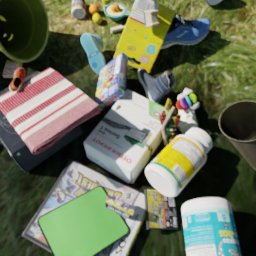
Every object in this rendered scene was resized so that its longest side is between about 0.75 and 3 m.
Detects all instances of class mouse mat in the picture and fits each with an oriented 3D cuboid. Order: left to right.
[{"bbox_3d":[-1.203,2.660,7.631,2.068,0.078,1.664,-24,61,-26],"label":"mouse mat"}]

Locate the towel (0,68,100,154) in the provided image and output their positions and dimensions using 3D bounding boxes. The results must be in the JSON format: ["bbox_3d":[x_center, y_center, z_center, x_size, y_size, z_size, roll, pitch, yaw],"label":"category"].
[{"bbox_3d":[-2.412,-0.638,8.090,2.103,0.332,2.920,-36,49,-19],"label":"towel"}]

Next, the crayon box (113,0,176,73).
[{"bbox_3d":[0.581,-3.584,10.863,1.585,0.634,2.496,23,103,-6],"label":"crayon box"}]

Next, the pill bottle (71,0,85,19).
[{"bbox_3d":[-2.259,-5.550,12.784,0.628,0.628,1.080,-3,60,-2],"label":"pill bottle"}]

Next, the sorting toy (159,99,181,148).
[{"bbox_3d":[1.405,-0.057,8.815,0.324,1.918,0.925,16,57,27],"label":"sorting toy"}]

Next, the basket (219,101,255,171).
[{"bbox_3d":[3.853,0.378,8.383,1.341,1.971,1.777,-41,30,6],"label":"basket"}]

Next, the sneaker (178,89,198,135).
[{"bbox_3d":[2.053,-0.562,9.736,0.674,0.792,1.791,-4,57,-2],"label":"sneaker"}]

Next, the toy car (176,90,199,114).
[{"bbox_3d":[1.818,-0.794,8.845,0.565,0.754,0.659,-25,86,-33],"label":"toy car"}]

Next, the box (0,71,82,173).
[{"bbox_3d":[-3.148,-0.238,9.187,2.301,1.426,2.262,-36,64,-19],"label":"box"}]

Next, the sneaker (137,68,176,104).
[{"bbox_3d":[1.052,-1.806,10.217,0.639,1.215,1.682,10,48,-43],"label":"sneaker"}]

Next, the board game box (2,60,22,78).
[{"bbox_3d":[-4.604,-2.343,11.156,0.604,0.185,0.797,0,60,0],"label":"board game box"}]

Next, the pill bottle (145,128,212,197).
[{"bbox_3d":[1.554,0.934,8.229,1.163,1.163,2.062,38,62,20],"label":"pill bottle"}]

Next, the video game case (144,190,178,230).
[{"bbox_3d":[0.955,2.377,8.139,0.996,0.141,1.102,10,62,-24],"label":"video game case"}]

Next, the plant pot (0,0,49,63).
[{"bbox_3d":[-5.054,-4.180,11.079,2.622,2.761,2.761,16,60,23],"label":"plant pot"}]

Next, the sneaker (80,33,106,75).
[{"bbox_3d":[-1.174,-2.980,11.151,0.662,1.665,1.087,-15,16,23],"label":"sneaker"}]

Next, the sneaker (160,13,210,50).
[{"bbox_3d":[2.192,-4.112,11.605,2.714,1.210,1.066,-16,61,-10],"label":"sneaker"}]

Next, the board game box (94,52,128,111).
[{"bbox_3d":[-0.590,-1.639,9.863,0.325,1.277,1.886,32,47,-32],"label":"board game box"}]

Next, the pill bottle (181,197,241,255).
[{"bbox_3d":[2.183,3.162,7.241,1.362,1.362,2.459,-1,60,-1],"label":"pill bottle"}]

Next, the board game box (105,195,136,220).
[{"bbox_3d":[-0.229,2.194,7.718,0.817,0.675,0.232,24,60,6],"label":"board game box"}]

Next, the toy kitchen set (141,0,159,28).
[{"bbox_3d":[1.196,-4.483,10.437,1.549,1.241,0.912,-20,24,-25],"label":"toy kitchen set"}]

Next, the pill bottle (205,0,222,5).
[{"bbox_3d":[3.618,-7.033,13.285,1.263,1.263,2.378,-24,63,-13],"label":"pill bottle"}]

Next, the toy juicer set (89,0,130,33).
[{"bbox_3d":[-0.774,-5.079,12.488,1.558,0.666,2.448,-36,66,-19],"label":"toy juicer set"}]

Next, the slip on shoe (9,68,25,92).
[{"bbox_3d":[-3.384,-1.511,8.651,0.335,0.277,0.905,33,51,-30],"label":"slip on shoe"}]

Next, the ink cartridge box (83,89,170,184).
[{"bbox_3d":[0.033,0.236,9.115,1.838,1.061,2.516,28,62,17],"label":"ink cartridge box"}]

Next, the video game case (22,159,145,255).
[{"bbox_3d":[-1.113,2.600,8.148,2.887,0.368,2.609,23,63,13],"label":"video game case"}]
